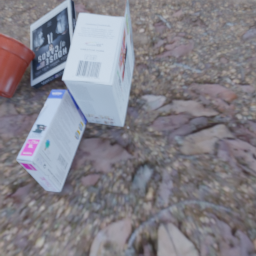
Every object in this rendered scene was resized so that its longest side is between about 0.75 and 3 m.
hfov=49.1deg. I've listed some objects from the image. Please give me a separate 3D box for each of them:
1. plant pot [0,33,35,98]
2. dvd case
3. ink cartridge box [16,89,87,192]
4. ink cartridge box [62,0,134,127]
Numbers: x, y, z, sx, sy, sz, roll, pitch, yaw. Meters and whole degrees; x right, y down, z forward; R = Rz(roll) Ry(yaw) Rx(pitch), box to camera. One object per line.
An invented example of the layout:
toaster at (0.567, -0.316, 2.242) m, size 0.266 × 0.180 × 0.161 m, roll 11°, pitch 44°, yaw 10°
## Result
plant pot at (-4.001, -1.892, 8.848) m, size 1.631 × 1.631 × 1.586 m, roll 15°, pitch 79°, yaw 9°
dvd case at (-2.522, -2.830, 9.443) m, size 1.975 × 0.325 × 2.629 m, roll -21°, pitch 64°, yaw 26°
ink cartridge box at (-1.861, 0.161, 7.523) m, size 0.558 × 1.586 × 2.659 m, roll 4°, pitch 53°, yaw 18°
ink cartridge box at (-0.607, -1.669, 7.739) m, size 1.180 × 2.815 × 2.471 m, roll 7°, pitch 72°, yaw 7°
